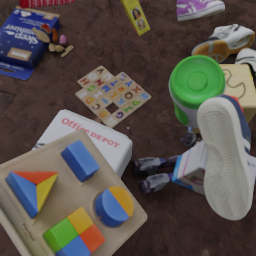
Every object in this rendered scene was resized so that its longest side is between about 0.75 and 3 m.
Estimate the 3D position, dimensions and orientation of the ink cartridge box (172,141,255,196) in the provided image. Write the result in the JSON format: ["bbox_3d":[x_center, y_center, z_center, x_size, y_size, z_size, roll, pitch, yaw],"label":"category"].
[{"bbox_3d":[1.440,0.755,4.866,0.931,1.289,0.545,22,66,-3],"label":"ink cartridge box"}]

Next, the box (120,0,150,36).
[{"bbox_3d":[0.075,-3.539,8.074,0.415,1.654,0.623,-31,45,5],"label":"box"}]

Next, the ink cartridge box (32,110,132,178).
[{"bbox_3d":[-1.456,1.292,6.988,2.140,1.228,2.947,24,64,13],"label":"ink cartridge box"}]

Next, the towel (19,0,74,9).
[{"bbox_3d":[-1.998,-3.682,7.006,0.192,1.232,1.704,32,42,27],"label":"towel"}]

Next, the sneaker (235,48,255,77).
[{"bbox_3d":[4.386,-1.910,9.178,1.809,0.684,0.793,27,73,23],"label":"sneaker"}]

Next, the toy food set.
[{"bbox_3d":[-2.623,-3.098,9.794,1.342,0.211,0.853,44,61,-12],"label":"toy food set"}]

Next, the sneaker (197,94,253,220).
[{"bbox_3d":[1.462,0.393,3.953,0.678,1.807,0.764,4,21,37],"label":"sneaker"}]

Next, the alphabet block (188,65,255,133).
[{"bbox_3d":[2.556,-0.794,8.000,1.539,1.511,1.503,-1,62,-1],"label":"alphabet block"}]

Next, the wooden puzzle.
[{"bbox_3d":[-0.794,1.058,4.337,2.044,0.511,2.207,52,39,9],"label":"wooden puzzle"}]

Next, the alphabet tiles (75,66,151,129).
[{"bbox_3d":[-0.587,-1.145,9.012,1.745,0.079,2.088,-39,68,-19],"label":"alphabet tiles"}]

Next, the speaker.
[{"bbox_3d":[1.388,-0.612,5.707,1.032,2.333,1.032,-2,81,13],"label":"speaker"}]

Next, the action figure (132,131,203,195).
[{"bbox_3d":[1.523,1.016,7.360,2.676,0.928,1.741,-13,56,-11],"label":"action figure"}]

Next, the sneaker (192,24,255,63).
[{"bbox_3d":[3.079,-2.895,9.639,2.436,0.921,1.068,-20,50,-18],"label":"sneaker"}]

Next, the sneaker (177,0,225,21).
[{"bbox_3d":[2.003,-3.748,8.160,0.669,1.052,1.846,-19,22,-25],"label":"sneaker"}]

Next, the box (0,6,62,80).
[{"bbox_3d":[-3.729,-3.073,9.871,1.753,0.469,2.895,14,63,7],"label":"box"}]
